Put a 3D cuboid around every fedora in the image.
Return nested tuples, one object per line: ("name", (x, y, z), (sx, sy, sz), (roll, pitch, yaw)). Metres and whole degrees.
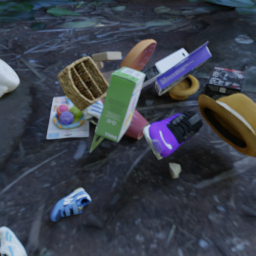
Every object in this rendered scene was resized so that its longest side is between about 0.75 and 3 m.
("fedora", (3.433, -0.307, 8.944), (1.111, 2.724, 2.724), (-40, 46, -2))
("fedora", (2.374, -1.858, 13.010), (1.835, 0.748, 1.835), (0, 44, 0))

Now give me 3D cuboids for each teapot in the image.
("teapot", (-6.164, -2.293, 13.082), (1.336, 1.805, 1.829), (-39, 15, 8))

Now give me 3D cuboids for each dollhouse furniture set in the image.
("dollhouse furniture set", (-0.902, -1.736, 11.270), (1.241, 2.394, 1.060), (-1, 12, 31))

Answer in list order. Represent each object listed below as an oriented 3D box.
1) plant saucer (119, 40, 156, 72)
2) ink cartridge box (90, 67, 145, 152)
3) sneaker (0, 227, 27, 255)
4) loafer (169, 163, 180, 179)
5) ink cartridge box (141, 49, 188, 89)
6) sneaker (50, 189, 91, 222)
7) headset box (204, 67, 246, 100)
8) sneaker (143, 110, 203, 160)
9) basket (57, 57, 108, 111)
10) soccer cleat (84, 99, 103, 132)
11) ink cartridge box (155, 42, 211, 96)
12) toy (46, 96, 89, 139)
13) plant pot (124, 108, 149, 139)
("plant saucer", (0.314, -2.971, 12.576), (0.459, 2.454, 2.454), (41, 47, 5))
("ink cartridge box", (-0.331, -0.467, 9.084), (0.816, 2.751, 1.428), (21, 24, 6))
("sneaker", (-3.015, 2.944, 7.023), (1.151, 0.440, 0.465), (30, 46, 35))
("loafer", (1.475, 1.298, 8.759), (0.338, 0.375, 0.991), (-9, 9, 4))
("ink cartridge box", (1.167, -2.331, 11.947), (2.814, 0.611, 2.788), (-33, 6, -40))
("sneaker", (-1.617, 2.231, 7.932), (0.524, 0.471, 1.273), (31, 48, 31))
("headset box", (4.612, -2.093, 13.266), (1.545, 0.802, 2.076), (15, 39, 19))
("sneaker", (1.451, 0.015, 8.277), (1.420, 0.992, 2.855), (-30, -1, 23))
("basket", (-1.538, -1.523, 9.680), (1.148, 1.542, 1.100), (-28, 9, 24))
("soccer cleat", (-1.413, -0.806, 10.980), (0.959, 0.776, 2.221), (-26, 66, -22))
("ink cartridge box", (1.978, -2.098, 10.381), (2.158, 2.179, 0.473), (-35, 86, 3))
("toy", (-2.447, -0.698, 11.580), (1.599, 0.656, 2.778), (-4, 38, -4))
("plant pot", (0.154, -0.142, 10.581), (1.034, 1.155, 1.155), (33, 47, 15))
